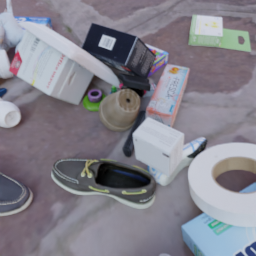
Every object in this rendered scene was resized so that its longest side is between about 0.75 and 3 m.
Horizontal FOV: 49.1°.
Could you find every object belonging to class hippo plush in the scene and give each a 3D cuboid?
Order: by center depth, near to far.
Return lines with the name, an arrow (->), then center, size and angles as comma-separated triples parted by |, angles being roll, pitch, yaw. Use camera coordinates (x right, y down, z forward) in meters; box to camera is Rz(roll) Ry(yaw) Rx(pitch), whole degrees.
hippo plush -> -4.381, -3.382, 11.086 | 1.921, 1.903, 2.390 | 24, 60, -19

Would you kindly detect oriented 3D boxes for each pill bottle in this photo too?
pill bottle -> -5.315, -1.974, 9.639 | 2.340, 1.311, 1.311 | -16, 48, -15

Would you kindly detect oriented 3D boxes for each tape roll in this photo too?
tape roll -> 2.511, 1.165, 6.320 | 2.319, 0.424, 2.319 | -10, 31, 6

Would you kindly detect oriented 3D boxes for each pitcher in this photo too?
pitcher -> -3.948, -0.359, 8.530 | 1.257, 0.762, 1.078 | 23, 67, 36

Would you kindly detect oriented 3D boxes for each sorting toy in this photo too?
sorting toy -> -0.725, -0.894, 8.995 | 1.716, 0.705, 1.031 | 35, 55, 30

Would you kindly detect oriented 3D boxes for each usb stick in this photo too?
usb stick -> 0.222, 0.143, 8.155 | 0.271, 0.461, 1.663 | 7, 45, 20

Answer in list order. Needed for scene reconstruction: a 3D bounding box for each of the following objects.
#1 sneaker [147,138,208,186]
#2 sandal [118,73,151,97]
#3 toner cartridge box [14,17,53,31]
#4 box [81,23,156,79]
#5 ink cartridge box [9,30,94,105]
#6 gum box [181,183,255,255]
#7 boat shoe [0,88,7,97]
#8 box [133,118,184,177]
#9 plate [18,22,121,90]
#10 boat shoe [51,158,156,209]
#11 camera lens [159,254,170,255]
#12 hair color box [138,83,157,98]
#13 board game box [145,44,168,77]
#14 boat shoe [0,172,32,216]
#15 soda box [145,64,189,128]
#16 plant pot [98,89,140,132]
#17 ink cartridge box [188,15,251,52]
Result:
sneaker -> 1.355, 0.747, 7.404 | 2.016, 0.724, 0.730 | -30, 51, -28
sandal -> 0.156, -1.285, 8.839 | 1.056, 0.634, 2.811 | 10, 15, -3
toner cartridge box -> -5.006, -4.340, 12.407 | 2.961, 0.639, 1.407 | 2, 46, 2
box -> -0.280, -2.610, 9.718 | 1.919, 1.747, 0.999 | 26, 96, 27
ink cartridge box -> -2.403, -1.923, 9.075 | 2.079, 1.504, 1.511 | 31, 96, 26
gum box -> 2.655, 2.424, 5.348 | 2.166, 0.568, 2.549 | -24, 36, -16
boat shoe -> -4.465, -1.164, 9.527 | 0.265, 0.325, 0.771 | 12, 21, 11
box -> 0.712, 0.452, 6.561 | 0.995, 1.000, 0.653 | 27, 58, 27
plate -> -1.778, -2.464, 9.331 | 2.878, 2.884, 0.466 | 35, 96, 30
boat shoe -> -0.646, 1.167, 6.894 | 2.742, 0.826, 0.977 | 12, 47, 11
camera lens -> 0.307, 3.203, 4.405 | 1.919, 1.535, 1.535 | -31, 53, -27
hair color box -> 0.611, -1.296, 9.714 | 0.804, 0.244, 0.398 | -9, 47, -8
board game box -> 0.412, -2.825, 11.074 | 1.943, 0.435, 1.306 | 30, 53, 26
boat shoe -> -3.670, 1.317, 6.712 | 2.790, 0.875, 1.014 | 13, 47, 12
soda box -> 1.281, -0.975, 8.954 | 0.808, 0.869, 2.541 | 15, 48, 13
plant pot -> -0.168, -0.598, 8.156 | 1.202, 1.043, 1.202 | 6, 71, -18
ink cartridge box -> 4.056, -4.198, 12.328 | 2.608, 0.625, 1.897 | 8, 46, 10
